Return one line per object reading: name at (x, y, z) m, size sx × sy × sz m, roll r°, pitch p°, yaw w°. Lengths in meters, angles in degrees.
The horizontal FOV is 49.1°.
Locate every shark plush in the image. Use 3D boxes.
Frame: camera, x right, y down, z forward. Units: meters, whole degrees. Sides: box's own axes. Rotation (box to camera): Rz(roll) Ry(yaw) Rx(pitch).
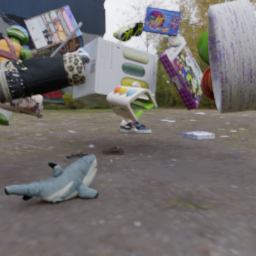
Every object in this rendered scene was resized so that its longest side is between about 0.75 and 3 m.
shark plush at (-1.456, 1.014, 5.530) m, size 1.870 × 0.779 × 0.850 m, roll -4°, pitch 7°, yaw -30°

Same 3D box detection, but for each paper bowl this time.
paper bowl at (2.862, -1.772, 7.092) m, size 1.420 × 2.731 × 2.731 m, roll -7°, pitch 5°, yaw 12°

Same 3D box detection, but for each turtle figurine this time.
turtle figurine at (-3.206, -1.712, 6.969) m, size 2.995 × 2.904 × 2.155 m, roll -2°, pitch -23°, yaw 43°

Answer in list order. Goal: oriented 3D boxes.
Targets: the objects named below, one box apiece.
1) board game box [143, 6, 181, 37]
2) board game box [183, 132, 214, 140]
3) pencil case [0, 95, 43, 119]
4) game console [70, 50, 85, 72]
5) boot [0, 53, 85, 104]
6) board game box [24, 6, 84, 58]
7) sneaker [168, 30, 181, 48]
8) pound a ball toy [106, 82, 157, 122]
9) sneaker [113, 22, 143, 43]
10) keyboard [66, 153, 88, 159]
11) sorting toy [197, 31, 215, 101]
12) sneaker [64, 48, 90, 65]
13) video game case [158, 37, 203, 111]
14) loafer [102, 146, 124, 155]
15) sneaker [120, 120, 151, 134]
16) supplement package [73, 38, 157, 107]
board game box at (0.782, -2.461, 6.501) m, size 0.804 × 0.540 × 0.180 m, roll 7°, pitch 10°, yaw -7°
board game box at (3.526, 0.378, 14.057) m, size 1.105 × 0.227 × 1.102 m, roll -4°, pitch 7°, yaw -30°
pencil case at (-2.687, -0.610, 6.568) m, size 1.428 × 0.639 × 0.555 m, roll 13°, pitch -37°, yaw -17°
game console at (-2.376, -2.970, 10.651) m, size 0.320 × 2.063 × 1.825 m, roll -25°, pitch 20°, yaw -30°
boot at (-1.743, -1.088, 5.713) m, size 1.606 × 0.767 × 2.126 m, roll -14°, pitch 21°, yaw -10°
board game box at (-2.000, -2.559, 7.665) m, size 1.265 × 1.009 × 0.613 m, roll -23°, pitch -13°, yaw -9°
sneaker at (1.306, -2.850, 8.243) m, size 0.368 × 1.047 × 0.489 m, roll -12°, pitch -30°, yaw 21°
pound a ball toy at (0.100, -0.651, 5.558) m, size 0.846 × 0.551 × 1.298 m, roll -36°, pitch 23°, yaw -13°
sneaker at (0.024, -2.337, 6.690) m, size 0.376 × 0.372 × 0.985 m, roll 23°, pitch 39°, yaw 29°
keyboard at (-1.739, 0.942, 9.545) m, size 0.773 × 0.080 × 0.491 m, roll -2°, pitch 7°, yaw -28°
sorting toy at (3.147, -2.121, 9.098) m, size 1.496 × 2.489 × 1.022 m, roll 1°, pitch -5°, yaw -17°
sneaker at (-1.797, -2.475, 9.724) m, size 0.978 × 0.395 × 0.565 m, roll 0°, pitch 46°, yaw -7°
video game case at (2.241, -2.177, 10.987) m, size 0.421 × 2.349 × 2.129 m, roll -20°, pitch 21°, yaw 38°
loafer at (-0.523, 0.782, 10.015) m, size 0.811 × 0.288 × 0.296 m, roll 1°, pitch 6°, yaw 8°
sneaker at (0.402, -0.074, 16.045) m, size 1.853 × 0.736 × 0.727 m, roll 4°, pitch 6°, yaw 21°
supplement package at (-0.529, -2.055, 11.299) m, size 2.702 × 2.050 × 2.035 m, roll 6°, pitch -5°, yaw -33°
